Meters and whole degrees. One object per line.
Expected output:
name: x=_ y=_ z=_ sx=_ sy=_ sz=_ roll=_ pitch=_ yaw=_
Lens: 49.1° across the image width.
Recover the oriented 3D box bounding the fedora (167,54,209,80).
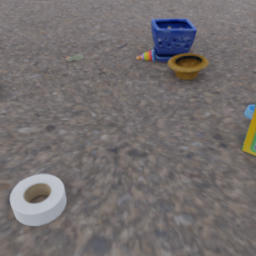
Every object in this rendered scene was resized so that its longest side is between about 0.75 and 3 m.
fedora: x=2.352 y=-2.359 z=11.041 sx=1.646 sy=0.671 sz=1.646 roll=-2 pitch=38 yaw=2

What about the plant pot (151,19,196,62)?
plant pot: x=1.915 y=-3.827 z=12.352 sx=1.708 sy=1.535 sz=1.708 roll=-2 pitch=36 yaw=-2

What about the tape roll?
tape roll: x=-1.877 y=1.488 z=5.888 sx=1.100 sy=0.385 sz=1.100 roll=0 pitch=36 yaw=0

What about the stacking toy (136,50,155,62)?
stacking toy: x=0.766 y=-3.175 z=12.480 sx=0.827 sy=0.454 sz=0.480 roll=-5 pitch=37 yaw=14

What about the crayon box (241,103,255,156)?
crayon box: x=4.242 y=0.262 z=6.578 sx=2.653 sy=1.576 sz=0.773 roll=25 pitch=42 yaw=29

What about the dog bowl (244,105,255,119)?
dog bowl: x=4.197 y=-0.490 z=8.782 sx=1.021 sy=0.253 sz=0.569 roll=3 pitch=35 yaw=4

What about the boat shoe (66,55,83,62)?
boat shoe: x=-2.391 y=-3.136 z=12.496 sx=0.768 sy=0.273 sz=0.240 roll=-14 pitch=35 yaw=-12
